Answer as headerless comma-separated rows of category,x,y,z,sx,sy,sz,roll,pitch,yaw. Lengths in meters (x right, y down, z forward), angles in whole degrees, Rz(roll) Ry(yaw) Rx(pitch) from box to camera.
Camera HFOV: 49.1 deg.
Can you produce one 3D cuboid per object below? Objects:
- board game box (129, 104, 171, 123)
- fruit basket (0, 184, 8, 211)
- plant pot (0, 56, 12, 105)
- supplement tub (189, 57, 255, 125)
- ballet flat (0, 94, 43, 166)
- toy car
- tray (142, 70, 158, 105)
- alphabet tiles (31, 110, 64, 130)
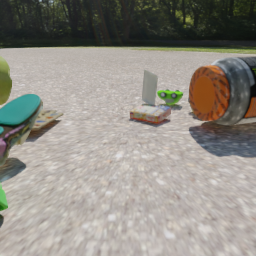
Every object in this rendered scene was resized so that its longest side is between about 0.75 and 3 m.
board game box,0.663,-0.459,8.377,0.996,0.231,0.755,13,31,37
fruit basket,-2.921,0.929,2.891,2.956,2.132,2.956,3,62,-6
plant pot,-5.170,-1.508,8.688,2.656,2.656,2.442,13,11,34
supplement tub,3.361,-1.055,7.821,2.997,1.836,1.836,-6,20,-19
ballet flat,-2.427,0.173,5.487,0.804,0.828,2.327,10,36,11
toy car,2.014,-1.005,9.751,2.065,0.489,2.194,9,20,24
tray,0.755,-1.338,9.472,0.132,1.191,0.639,-24,44,-31
alphabet tiles,-3.050,-0.199,7.767,2.036,0.077,2.447,0,16,11
